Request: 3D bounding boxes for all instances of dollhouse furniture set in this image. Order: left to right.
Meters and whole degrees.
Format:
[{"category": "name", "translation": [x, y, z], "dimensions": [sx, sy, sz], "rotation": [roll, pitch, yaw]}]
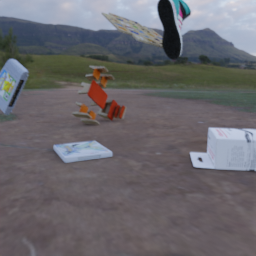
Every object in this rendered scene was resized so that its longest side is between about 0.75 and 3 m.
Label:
[{"category": "dollhouse furniture set", "translation": [-1.152, -1.256, 12.845], "dimensions": [1.249, 2.424, 2.398], "rotation": [8, -19, 28]}]

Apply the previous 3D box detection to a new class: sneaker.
[{"category": "sneaker", "translation": [1.424, -3.040, 8.343], "dimensions": [0.742, 1.775, 1.071], "rotation": [11, 39, 37]}]

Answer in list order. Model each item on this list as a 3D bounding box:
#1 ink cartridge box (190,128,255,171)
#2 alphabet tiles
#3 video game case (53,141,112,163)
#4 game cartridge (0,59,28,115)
[{"category": "ink cartridge box", "translation": [2.770, 0.503, 7.011], "dimensions": [2.302, 0.781, 1.335], "rotation": [1, 11, 7]}, {"category": "alphabet tiles", "translation": [0.315, -3.226, 9.273], "dimensions": [2.102, 0.080, 2.526], "rotation": [6, 33, -32]}, {"category": "video game case", "translation": [-1.317, 0.646, 7.930], "dimensions": [1.305, 0.158, 1.432], "rotation": [-5, 12, -25]}, {"category": "game cartridge", "translation": [-2.481, -0.870, 5.823], "dimensions": [0.687, 1.030, 0.208], "rotation": [40, 17, 32]}]
